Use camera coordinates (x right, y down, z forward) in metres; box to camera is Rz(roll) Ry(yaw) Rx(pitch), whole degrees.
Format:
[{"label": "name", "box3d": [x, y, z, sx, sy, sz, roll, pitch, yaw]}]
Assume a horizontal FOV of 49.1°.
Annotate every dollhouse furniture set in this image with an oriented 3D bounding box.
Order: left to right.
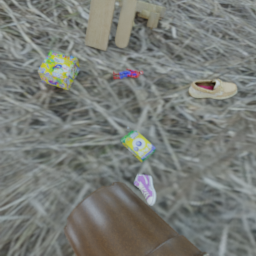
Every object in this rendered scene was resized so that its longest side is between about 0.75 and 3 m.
[{"label": "dollhouse furniture set", "box3d": [-0.040, -4.448, 12.183, 2.499, 2.141, 2.628, 20, 25, 12]}]

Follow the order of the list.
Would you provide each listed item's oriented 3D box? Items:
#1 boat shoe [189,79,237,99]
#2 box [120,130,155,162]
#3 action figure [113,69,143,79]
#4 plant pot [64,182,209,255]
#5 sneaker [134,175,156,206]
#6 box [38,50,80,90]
[{"label": "boat shoe", "box3d": [3.132, -1.452, 10.169, 1.765, 0.610, 0.651, -4, 57, -2]}, {"label": "box", "box3d": [0.301, 0.541, 9.110, 0.629, 0.259, 1.071, -38, 63, -22]}, {"label": "action figure", "box3d": [0.005, -2.079, 10.789, 1.151, 0.297, 0.377, -5, 55, -6]}, {"label": "plant pot", "box3d": [-0.004, 2.798, 6.455, 2.595, 2.595, 2.569, -33, 56, -19]}, {"label": "sneaker", "box3d": [0.337, 1.373, 6.237, 0.440, 0.280, 0.773, 15, 34, -21]}, {"label": "box", "box3d": [-2.567, -2.163, 10.482, 1.122, 0.684, 1.080, 18, 65, 7]}]
